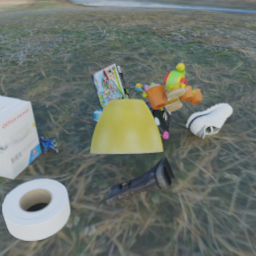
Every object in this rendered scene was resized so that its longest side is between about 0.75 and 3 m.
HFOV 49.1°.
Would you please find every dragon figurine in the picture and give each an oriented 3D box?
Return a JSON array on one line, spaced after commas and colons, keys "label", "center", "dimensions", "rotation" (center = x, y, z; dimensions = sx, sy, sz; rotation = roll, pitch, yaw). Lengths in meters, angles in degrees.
[{"label": "dragon figurine", "center": [-3.219, 0.764, 11.253], "dimensions": [0.696, 0.412, 1.399], "rotation": [-12, 33, -20]}]

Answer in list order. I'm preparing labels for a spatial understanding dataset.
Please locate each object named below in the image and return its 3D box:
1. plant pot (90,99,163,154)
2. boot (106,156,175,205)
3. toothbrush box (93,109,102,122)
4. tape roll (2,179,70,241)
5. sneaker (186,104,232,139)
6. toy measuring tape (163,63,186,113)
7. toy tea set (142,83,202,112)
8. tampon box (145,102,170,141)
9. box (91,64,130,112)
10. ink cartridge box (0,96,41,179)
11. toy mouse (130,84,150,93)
[{"label": "plant pot", "center": [-0.073, -0.034, 9.152], "dimensions": [2.341, 1.662, 2.341], "rotation": [-2, -3, 0]}, {"label": "boot", "center": [0.351, 1.559, 8.275], "dimensions": [1.855, 0.738, 2.131], "rotation": [-23, -2, 15]}, {"label": "toothbrush box", "center": [-1.044, -0.525, 13.355], "dimensions": [1.030, 0.439, 0.754], "rotation": [24, 39, 32]}, {"label": "tape roll", "center": [-2.713, 2.377, 8.355], "dimensions": [1.878, 0.657, 1.878], "rotation": [0, 32, 0]}, {"label": "sneaker", "center": [3.862, -0.273, 12.635], "dimensions": [2.650, 1.012, 1.067], "rotation": [-23, 50, -26]}, {"label": "toy measuring tape", "center": [1.917, -1.540, 12.527], "dimensions": [1.010, 2.747, 1.010], "rotation": [15, 17, -5]}, {"label": "toy tea set", "center": [1.785, -1.376, 10.881], "dimensions": [1.598, 0.994, 2.687], "rotation": [-27, -18, 31]}, {"label": "tampon box", "center": [1.076, -0.283, 11.743], "dimensions": [0.925, 1.098, 1.465], "rotation": [-22, 37, 32]}, {"label": "box", "center": [-0.595, -1.233, 11.029], "dimensions": [1.218, 2.214, 0.384], "rotation": [-21, -6, 27]}, {"label": "ink cartridge box", "center": [-4.531, 0.277, 10.168], "dimensions": [1.700, 2.350, 1.730], "rotation": [11, 33, 18]}, {"label": "toy mouse", "center": [0.813, -2.365, 16.596], "dimensions": [1.165, 0.226, 1.036], "rotation": [-7, 32, -12]}]
